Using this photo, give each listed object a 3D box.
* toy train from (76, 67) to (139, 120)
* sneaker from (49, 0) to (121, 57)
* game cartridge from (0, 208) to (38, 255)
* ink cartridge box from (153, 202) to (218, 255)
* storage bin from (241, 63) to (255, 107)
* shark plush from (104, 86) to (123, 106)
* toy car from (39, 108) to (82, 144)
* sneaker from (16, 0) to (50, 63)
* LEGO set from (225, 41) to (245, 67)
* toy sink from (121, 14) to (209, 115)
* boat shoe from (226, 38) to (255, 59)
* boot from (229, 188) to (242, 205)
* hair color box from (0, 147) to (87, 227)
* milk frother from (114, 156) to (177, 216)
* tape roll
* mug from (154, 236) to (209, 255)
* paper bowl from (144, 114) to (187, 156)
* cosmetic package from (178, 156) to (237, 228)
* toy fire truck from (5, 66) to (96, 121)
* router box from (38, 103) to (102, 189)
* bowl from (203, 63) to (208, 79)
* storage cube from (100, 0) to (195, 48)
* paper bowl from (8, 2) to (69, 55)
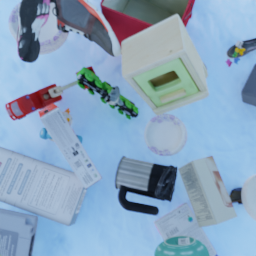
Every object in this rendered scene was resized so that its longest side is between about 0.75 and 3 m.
[{"bbox_3d":[-0.572,-1.012,8.508,0.500,2.394,0.675,-40,39,24],"label":"toy train"},{"bbox_3d":[-1.332,-2.899,7.824,1.170,1.101,2.856,-40,82,3],"label":"sneaker"},{"bbox_3d":[-3.561,3.523,7.700,1.768,0.536,2.651,11,94,-1],"label":"game cartridge"},{"bbox_3d":[1.716,3.324,8.138,1.158,0.407,1.940,-29,75,-9],"label":"ink cartridge box"},{"bbox_3d":[4.444,-1.322,9.093,1.068,1.158,1.591,22,75,34],"label":"storage bin"},{"bbox_3d":[-0.432,-0.820,6.957,0.497,1.093,0.455,18,101,16],"label":"shark plush"},{"bbox_3d":[-1.945,-0.098,8.521,1.046,1.004,1.135,20,76,-37],"label":"toy car"},{"bbox_3d":[-2.598,-2.655,7.282,0.739,0.794,1.839,13,98,-34],"label":"sneaker"},{"bbox_3d":[3.246,-2.248,8.447,0.341,0.317,0.830,16,104,-37],"label":"LEGO set"},{"bbox_3d":[1.159,-1.402,7.651,1.648,2.528,1.416,-18,54,24],"label":"toy sink"},{"bbox_3d":[4.186,-2.861,9.724,1.576,0.449,0.527,-18,76,-5],"label":"boat shoe"},{"bbox_3d":[3.148,2.060,8.524,1.009,0.377,0.489,4,65,-9],"label":"boot"},{"bbox_3d":[-2.757,1.703,8.307,2.924,0.886,1.447,18,76,4],"label":"hair color box"},{"bbox_3d":[0.453,1.334,7.625,1.634,1.737,1.567,10,41,14],"label":"milk frother"},{"bbox_3d":[4.134,2.101,8.361,1.529,0.279,1.529,4,71,-10],"label":"tape roll"},{"bbox_3d":[1.205,3.214,6.809,1.334,1.623,1.004,-3,85,-37],"label":"mug"},{"bbox_3d":[1.190,0.238,8.679,1.289,0.671,1.289,-3,81,22],"label":"paper bowl"},{"bbox_3d":[2.259,1.837,8.108,0.792,0.938,1.814,-9,71,-25],"label":"cosmetic package"},{"bbox_3d":[-2.237,-1.043,8.425,2.464,1.738,0.601,-36,106,-46],"label":"toy fire truck"},{"bbox_3d":[-1.531,0.366,7.081,0.483,1.775,1.977,-32,107,-12],"label":"router box"},{"bbox_3d":[2.062,-1.748,9.342,1.078,0.564,1.078,-1,81,6],"label":"bowl"},{"bbox_3d":[0.677,-3.615,8.938,2.629,2.364,2.248,24,77,7],"label":"storage cube"},{"bbox_3d":[-2.969,-3.400,9.581,1.906,0.991,1.906,0,75,0],"label":"paper bowl"}]
